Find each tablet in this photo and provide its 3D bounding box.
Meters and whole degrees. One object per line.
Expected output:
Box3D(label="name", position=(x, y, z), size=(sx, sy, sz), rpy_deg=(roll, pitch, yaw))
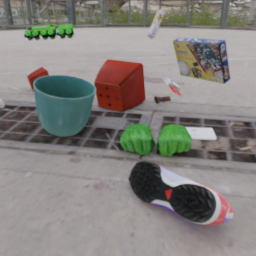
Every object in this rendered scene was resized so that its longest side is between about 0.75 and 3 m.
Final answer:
Box3D(label="tablet", position=(2.370, 0.183, 10.073), size=(1.429, 0.098, 0.930), rpy_deg=(3, 25, 5))

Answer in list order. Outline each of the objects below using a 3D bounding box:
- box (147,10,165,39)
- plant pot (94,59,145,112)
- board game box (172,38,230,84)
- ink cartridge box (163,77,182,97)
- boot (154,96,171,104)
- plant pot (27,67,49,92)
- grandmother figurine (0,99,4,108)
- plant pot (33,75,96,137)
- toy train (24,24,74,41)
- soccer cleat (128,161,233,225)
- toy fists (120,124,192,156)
Box3D(label="box", position=(1.362, -5.072, 13.668), size=(0.292, 1.509, 0.313), rpy_deg=(31, -15, -32))
Box3D(label="plant pot", position=(-0.465, -1.763, 12.398), size=(1.880, 1.882, 1.658), rpy_deg=(13, 39, 26))
Box3D(label="board game box", position=(2.751, -2.600, 10.660), size=(0.392, 1.534, 2.264), rpy_deg=(-34, 34, -21))
Box3D(label="ink cartridge box", position=(1.696, -1.501, 10.293), size=(0.781, 0.175, 0.688), rpy_deg=(16, 34, -49))
Box3D(label="boot", position=(1.676, -1.330, 13.182), size=(0.801, 0.257, 0.747), rpy_deg=(2, 26, -6))
Box3D(label="plant pot", position=(-4.653, -2.434, 14.681), size=(0.975, 1.106, 1.105), rpy_deg=(-25, 33, -20))
Box3D(label="grandmother figurine", position=(-6.321, -0.909, 11.943), size=(1.942, 0.588, 1.178), rpy_deg=(-14, 48, -34))
Box3D(label="plant pot", position=(-2.278, -0.723, 9.943), size=(2.087, 1.675, 2.087), rpy_deg=(9, 29, -5))
Box3D(label="toy train", position=(-2.089, -2.550, 7.428), size=(1.334, 0.278, 0.376), rpy_deg=(-3, 68, 0))
Box3D(label="soccer cleat", position=(1.074, 1.505, 6.520), size=(1.012, 0.943, 2.764), rpy_deg=(28, -9, -37))
Box3D(label="toy fists", position=(0.864, 0.399, 8.858), size=(2.253, 0.775, 1.148), rpy_deg=(2, 18, 8))
